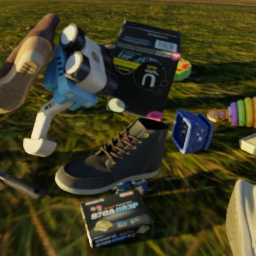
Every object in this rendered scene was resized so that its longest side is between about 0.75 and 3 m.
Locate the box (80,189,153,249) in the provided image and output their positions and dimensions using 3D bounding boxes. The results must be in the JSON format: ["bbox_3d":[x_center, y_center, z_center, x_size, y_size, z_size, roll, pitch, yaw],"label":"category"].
[{"bbox_3d":[-0.236,1.689,5.327,1.174,0.270,0.933,-10,32,-16],"label":"box"}]

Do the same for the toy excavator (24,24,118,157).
[{"bbox_3d":[-1.591,-0.796,6.916,2.551,1.274,2.480,-27,61,28],"label":"toy excavator"}]

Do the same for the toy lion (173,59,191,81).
[{"bbox_3d":[1.200,-2.575,12.005,2.702,0.928,2.590,-22,41,-30],"label":"toy lion"}]

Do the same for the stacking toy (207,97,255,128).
[{"bbox_3d":[3.425,-0.453,8.427,2.028,1.177,1.113,-3,28,17],"label":"stacking toy"}]

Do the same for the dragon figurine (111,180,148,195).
[{"bbox_3d":[-0.181,1.257,5.959,1.242,0.366,0.618,-10,30,-21],"label":"dragon figurine"}]

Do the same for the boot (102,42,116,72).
[{"bbox_3d":[-0.097,-1.768,9.360,2.827,1.095,1.955,-11,75,-13],"label":"boot"}]

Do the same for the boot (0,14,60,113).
[{"bbox_3d":[-2.621,-1.580,7.017,2.439,0.883,2.029,-31,37,31],"label":"boot"}]

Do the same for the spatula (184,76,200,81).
[{"bbox_3d":[2.053,-2.354,12.238,2.471,0.254,0.698,25,40,36],"label":"spatula"}]

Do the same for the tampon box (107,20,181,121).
[{"bbox_3d":[0.415,-1.555,7.867,1.646,2.196,1.386,12,41,1],"label":"tampon box"}]

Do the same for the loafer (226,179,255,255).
[{"bbox_3d":[2.119,1.838,4.597,0.778,0.862,2.279,7,40,9],"label":"loafer"}]

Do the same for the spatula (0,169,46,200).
[{"bbox_3d":[-2.914,1.012,6.440,2.838,0.292,0.802,21,31,26],"label":"spatula"}]

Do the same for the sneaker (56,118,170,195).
[{"bbox_3d":[-0.270,0.458,5.590,2.357,1.252,0.882,-9,36,-33],"label":"sneaker"}]

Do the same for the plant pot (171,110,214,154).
[{"bbox_3d":[1.737,0.097,7.492,0.809,0.900,0.900,-1,29,-16],"label":"plant pot"}]

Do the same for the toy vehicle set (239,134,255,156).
[{"bbox_3d":[4.006,0.275,7.157,1.858,0.246,1.154,-20,20,-11],"label":"toy vehicle set"}]
